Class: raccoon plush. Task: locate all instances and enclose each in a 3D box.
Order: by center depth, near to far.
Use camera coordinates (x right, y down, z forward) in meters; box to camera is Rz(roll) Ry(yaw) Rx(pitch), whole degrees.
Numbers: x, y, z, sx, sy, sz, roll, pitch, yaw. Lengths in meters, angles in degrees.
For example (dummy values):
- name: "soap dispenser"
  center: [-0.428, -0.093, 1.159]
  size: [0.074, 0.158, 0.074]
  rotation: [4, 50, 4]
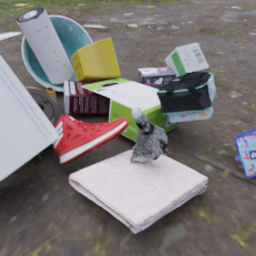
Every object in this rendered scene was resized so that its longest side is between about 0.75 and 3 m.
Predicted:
- name: "raccoon plush"
  center: [0.278, 0.199, 6.856]
  size: [1.043, 1.557, 0.753]
  rotation: [-13, 20, 41]

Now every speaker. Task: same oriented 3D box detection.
- name: "speaker"
  center: [-3.021, -2.987, 10.551]
  size: [1.091, 2.686, 1.091]
  rotation: [-11, 44, 11]

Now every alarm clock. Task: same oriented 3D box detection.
- name: "alarm clock"
  center: [-3.083, -0.475, 8.246]
  size: [2.690, 0.895, 1.814]
  rotation: [39, 62, 3]

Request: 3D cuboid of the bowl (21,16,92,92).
- name: "bowl"
  center: [-3.020, -2.910, 11.690]
  size: [2.990, 2.990, 1.564]
  rotation: [-22, 10, -29]

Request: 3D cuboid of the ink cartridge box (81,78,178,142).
- name: "ink cartridge box"
  center: [0.078, -0.723, 9.367]
  size: [2.787, 1.056, 2.060]
  rotation: [26, 32, 35]

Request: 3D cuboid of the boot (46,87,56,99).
- name: "boot"
  center: [-2.654, -0.830, 9.841]
  size: [0.465, 0.946, 1.322]
  rotation: [-12, 36, -25]

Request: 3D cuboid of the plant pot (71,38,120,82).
- name: "plant pot"
  center: [-1.311, -2.385, 10.562]
  size: [1.294, 1.468, 1.467]
  rotation: [-17, 5, -26]

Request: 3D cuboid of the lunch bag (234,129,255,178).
- name: "lunch bag"
  center: [3.477, 0.586, 7.284]
  size: [1.459, 1.099, 0.686]
  rotation: [-17, 1, 2]

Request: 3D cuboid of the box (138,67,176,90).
- name: "box"
  center: [1.190, -2.022, 11.790]
  size: [1.423, 0.816, 0.940]
  rotation: [-5, 32, -9]

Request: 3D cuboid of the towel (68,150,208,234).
- name: "towel"
  center: [0.255, 1.280, 6.729]
  size: [2.511, 0.405, 2.398]
  rotation: [-17, 29, -39]

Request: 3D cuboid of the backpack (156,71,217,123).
- name: "backpack"
  center: [1.743, -0.911, 7.940]
  size: [1.475, 1.286, 1.678]
  rotation: [-8, 27, 29]

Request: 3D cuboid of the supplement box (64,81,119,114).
- name: "supplement box"
  center: [-1.057, -1.096, 10.158]
  size: [2.461, 0.749, 1.340]
  rotation: [0, 30, -14]

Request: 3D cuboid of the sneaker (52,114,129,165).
- name: "sneaker"
  center: [-1.129, -0.017, 7.535]
  size: [2.139, 1.236, 0.838]
  rotation: [-30, -5, -5]

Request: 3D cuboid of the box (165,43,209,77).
- name: "box"
  center: [2.559, -2.831, 12.335]
  size: [1.265, 1.084, 1.259]
  rotation: [-19, 82, -26]

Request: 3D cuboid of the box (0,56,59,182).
- name: "box"
  center: [-3.447, -0.006, 6.256]
  size: [2.581, 2.567, 1.687]
  rotation: [-39, 14, -25]
